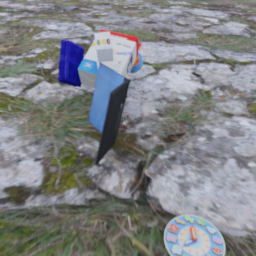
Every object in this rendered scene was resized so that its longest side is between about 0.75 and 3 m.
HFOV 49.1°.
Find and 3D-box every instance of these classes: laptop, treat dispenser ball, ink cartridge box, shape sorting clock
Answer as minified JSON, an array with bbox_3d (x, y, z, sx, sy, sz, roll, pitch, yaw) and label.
[{"bbox_3d":[-0.970,-0.587,9.221,1.497,2.418,2.582,19,26,10],"label":"laptop"},{"bbox_3d":[0.169,-3.160,13.403,1.091,1.091,1.091,0,34,0],"label":"treat dispenser ball"},{"bbox_3d":[-0.651,-2.961,11.555,1.719,0.995,2.959,16,62,11],"label":"ink cartridge box"},{"bbox_3d":[1.561,2.662,6.619,1.432,0.281,1.432,0,35,0],"label":"shape sorting clock"}]

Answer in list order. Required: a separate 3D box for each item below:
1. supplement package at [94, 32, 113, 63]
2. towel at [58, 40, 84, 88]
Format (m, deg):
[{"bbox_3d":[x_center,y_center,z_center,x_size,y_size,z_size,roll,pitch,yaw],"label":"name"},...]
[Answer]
[{"bbox_3d":[-0.841,-2.804,9.715,0.568,0.547,0.998,-8,50,-5],"label":"supplement package"},{"bbox_3d":[-2.245,-2.574,11.340,0.420,1.696,1.252,2,-4,34],"label":"towel"}]
